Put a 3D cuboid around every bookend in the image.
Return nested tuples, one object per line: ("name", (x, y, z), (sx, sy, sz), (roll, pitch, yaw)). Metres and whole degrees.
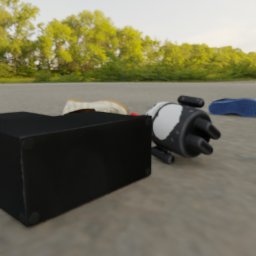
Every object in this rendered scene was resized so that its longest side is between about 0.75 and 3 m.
("bookend", (-1.329, 0.343, 5.017), (2.536, 1.168, 2.520), (9, 14, 40))

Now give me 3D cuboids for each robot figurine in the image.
("robot figurine", (1.087, 0.020, 6.069), (1.291, 1.072, 1.719), (-28, 30, -29))

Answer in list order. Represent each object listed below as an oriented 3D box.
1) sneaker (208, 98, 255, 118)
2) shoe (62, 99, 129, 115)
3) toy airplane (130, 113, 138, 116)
("sneaker", (4.791, -0.965, 12.311), (2.381, 0.835, 0.927), (5, 20, 29))
("shoe", (-1.270, -0.542, 10.525), (2.673, 0.934, 0.713), (7, 41, 23))
("toy airplane", (0.548, -0.356, 10.417), (1.236, 0.227, 1.236), (13, 10, -2))
